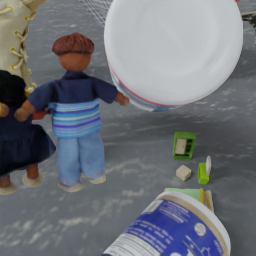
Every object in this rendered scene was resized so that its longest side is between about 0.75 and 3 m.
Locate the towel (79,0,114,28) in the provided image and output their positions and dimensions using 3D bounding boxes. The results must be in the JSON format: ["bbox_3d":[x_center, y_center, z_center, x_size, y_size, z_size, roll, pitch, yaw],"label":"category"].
[{"bbox_3d":[-0.478,-3.384,6.808,1.141,2.667,2.209,-48,43,-1],"label":"towel"}]

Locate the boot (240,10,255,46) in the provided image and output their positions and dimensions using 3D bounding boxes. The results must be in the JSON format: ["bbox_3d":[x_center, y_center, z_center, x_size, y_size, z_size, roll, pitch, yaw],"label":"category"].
[{"bbox_3d":[3.128,-2.417,6.782,1.092,0.822,0.400,11,23,44],"label":"boot"}]

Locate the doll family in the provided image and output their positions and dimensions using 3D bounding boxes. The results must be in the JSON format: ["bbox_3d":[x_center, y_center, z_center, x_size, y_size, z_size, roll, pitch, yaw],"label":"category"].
[{"bbox_3d":[-1.177,0.013,2.401,2.621,1.515,1.028,-19,24,-41],"label":"doll family"}]

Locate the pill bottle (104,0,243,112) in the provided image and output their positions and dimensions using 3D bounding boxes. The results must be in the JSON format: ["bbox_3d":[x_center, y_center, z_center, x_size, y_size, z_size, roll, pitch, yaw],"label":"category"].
[{"bbox_3d":[0.520,-1.100,4.563,1.654,1.654,2.766,-1,1,-1],"label":"pill bottle"}]

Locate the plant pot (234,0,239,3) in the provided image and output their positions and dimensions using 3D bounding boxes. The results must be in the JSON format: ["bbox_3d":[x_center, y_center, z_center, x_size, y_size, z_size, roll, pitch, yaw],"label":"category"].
[{"bbox_3d":[2.131,-3.977,7.688,2.295,2.030,2.295,30,25,-16],"label":"plant pot"}]

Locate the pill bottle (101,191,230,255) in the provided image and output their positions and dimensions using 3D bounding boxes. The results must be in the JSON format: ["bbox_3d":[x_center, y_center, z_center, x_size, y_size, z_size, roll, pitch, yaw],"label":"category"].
[{"bbox_3d":[0.298,2.306,4.244,1.506,1.506,2.517,31,52,29],"label":"pill bottle"}]

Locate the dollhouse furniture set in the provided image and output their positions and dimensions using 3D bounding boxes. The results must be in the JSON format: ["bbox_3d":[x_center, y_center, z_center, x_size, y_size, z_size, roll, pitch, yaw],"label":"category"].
[{"bbox_3d":[1.320,1.044,6.155,0.994,0.768,1.988,4,43,5],"label":"dollhouse furniture set"}]

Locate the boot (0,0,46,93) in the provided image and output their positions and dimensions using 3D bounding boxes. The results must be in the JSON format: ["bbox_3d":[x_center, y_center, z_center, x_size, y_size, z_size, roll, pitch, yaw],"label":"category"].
[{"bbox_3d":[-1.816,-1.404,4.673,2.735,2.126,0.996,-12,28,6],"label":"boot"}]
